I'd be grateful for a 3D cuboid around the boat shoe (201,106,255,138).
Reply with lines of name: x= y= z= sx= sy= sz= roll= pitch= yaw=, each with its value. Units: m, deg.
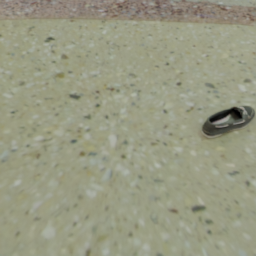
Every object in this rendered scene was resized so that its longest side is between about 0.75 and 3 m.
boat shoe: x=3.589 y=-0.339 z=9.732 sx=2.322 sy=0.662 sz=0.776 roll=-23 pitch=52 yaw=-19
